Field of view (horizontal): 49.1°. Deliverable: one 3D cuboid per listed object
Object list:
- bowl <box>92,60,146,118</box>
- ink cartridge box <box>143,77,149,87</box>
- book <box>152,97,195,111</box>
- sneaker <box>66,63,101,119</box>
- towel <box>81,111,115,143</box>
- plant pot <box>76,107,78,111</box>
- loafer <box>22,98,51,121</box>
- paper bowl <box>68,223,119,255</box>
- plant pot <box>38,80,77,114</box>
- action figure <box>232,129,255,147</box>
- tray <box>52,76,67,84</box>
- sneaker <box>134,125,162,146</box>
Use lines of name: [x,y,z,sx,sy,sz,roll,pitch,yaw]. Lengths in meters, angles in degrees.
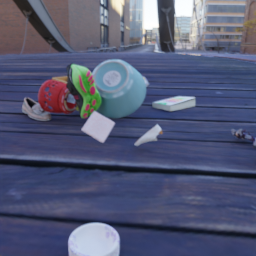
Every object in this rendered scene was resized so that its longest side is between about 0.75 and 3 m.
bowl: [-0.548,-1.747,11.168,2.430,2.430,1.271,4,-21,12]
ink cartridge box: [-0.079,-2.030,13.728,2.158,1.176,0.543,-5,60,-48]
book: [2.128,-1.126,13.017,1.699,0.408,1.135,-17,21,-36]
sneaker: [-1.625,-1.313,10.017,0.941,2.453,1.028,-33,57,-24]
towel: [-0.906,-0.029,8.505,0.770,0.735,0.124,31,-16,3]
plant pot: [-1.762,-1.642,12.672,1.410,1.507,1.410,0,19,0]
loafer: [-3.801,-0.770,11.450,1.885,0.593,0.678,21,24,41]
paper bowl: [-0.512,1.833,4.238,0.760,0.395,0.760,0,19,0]
plant pot: [-2.600,-1.130,10.739,1.153,1.266,1.266,15,24,26]
action figure: [3.723,0.275,8.723,1.116,0.387,0.726,27,13,39]
tray: [-3.797,-2.907,18.001,1.255,0.471,2.544,-14,22,-34]
sneaker: [0.608,0.319,8.218,0.909,0.385,0.331,-38,3,14]
